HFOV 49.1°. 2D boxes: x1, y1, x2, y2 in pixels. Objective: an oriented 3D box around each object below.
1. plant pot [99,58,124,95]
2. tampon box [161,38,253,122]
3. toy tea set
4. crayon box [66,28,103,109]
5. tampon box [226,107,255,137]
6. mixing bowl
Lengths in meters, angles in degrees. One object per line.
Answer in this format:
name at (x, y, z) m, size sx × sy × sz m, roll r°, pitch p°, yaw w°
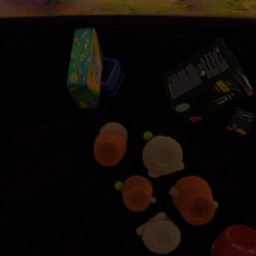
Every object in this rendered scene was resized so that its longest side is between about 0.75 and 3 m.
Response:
plant pot at (-1.019, -2.318, 12.945) m, size 1.338 × 1.203 × 1.339 m, roll 15°, pitch 73°, yaw 28°
tampon box at (2.672, -1.502, 9.604) m, size 1.743 × 2.325 × 1.468 m, roll 23°, pitch 46°, yaw -47°
toy tea set at (0.507, 0.961, 5.433) m, size 1.633 × 2.746 × 1.016 m, roll -31°, pitch 10°, yaw 8°
crayon box at (-1.701, -2.418, 11.458) m, size 0.831 × 1.694 × 2.853 m, roll -1°, pitch 64°, yaw 8°
tampon box at (3.918, -0.210, 9.720) m, size 0.688 × 0.580 × 0.918 m, roll 28°, pitch 32°, yaw 17°
mixing bowl at (2.145, 2.246, 5.277) m, size 1.061 × 0.574 × 1.061 m, roll 0°, pitch 29°, yaw 0°
